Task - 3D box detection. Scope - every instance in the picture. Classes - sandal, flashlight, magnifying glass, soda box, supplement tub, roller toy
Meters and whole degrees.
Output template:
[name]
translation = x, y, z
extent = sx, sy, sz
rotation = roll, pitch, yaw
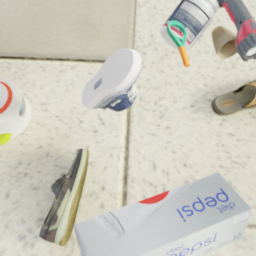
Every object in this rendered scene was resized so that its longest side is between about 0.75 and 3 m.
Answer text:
[sandal]
translation = 4.338, -1.250, 10.320
extent = 2.676, 0.730, 1.094
rotation = -17, 65, -8
[flashlight]
translation = 2.984, -2.998, 7.712
extent = 0.820, 0.823, 2.422
rotation = -29, 65, 23
[magnifying glass]
translation = 1.303, -2.110, 6.977
extent = 0.546, 0.154, 1.371
rotation = 0, 67, -25
[soda box]
translation = 0.616, 1.833, 4.950
extent = 2.922, 0.927, 0.997
rotation = -16, 38, -15
[supplement tub]
translation = 1.753, -3.083, 8.114
extent = 1.079, 1.079, 1.538
rotation = 41, 98, 18
[roller toy]
translation = -4.513, -0.674, 9.604
extent = 2.149, 1.502, 1.961
rotation = 36, 69, 16

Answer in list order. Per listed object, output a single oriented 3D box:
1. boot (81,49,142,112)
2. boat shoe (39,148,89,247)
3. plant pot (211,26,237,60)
[boot]
translation = -0.143, -1.130, 7.314
extent = 1.222, 2.704, 0.984
rotation = 10, 73, -30
[boat shoe]
translation = -1.921, 1.962, 8.542
extent = 0.983, 1.069, 2.991
rotation = 12, 68, 0
[plant pot]
translation = 2.815, -2.590, 8.254
extent = 0.779, 0.779, 0.832
rotation = -14, 60, -7
